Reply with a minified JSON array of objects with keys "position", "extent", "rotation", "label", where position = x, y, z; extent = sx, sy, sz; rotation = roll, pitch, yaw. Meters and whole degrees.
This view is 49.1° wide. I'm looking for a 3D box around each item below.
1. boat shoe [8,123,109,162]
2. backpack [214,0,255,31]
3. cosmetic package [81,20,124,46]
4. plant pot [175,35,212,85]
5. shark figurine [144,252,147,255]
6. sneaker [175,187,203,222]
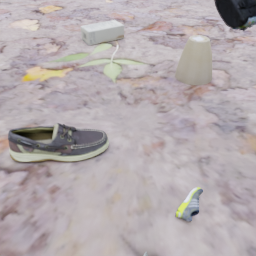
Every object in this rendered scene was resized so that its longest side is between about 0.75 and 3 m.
[{"position":[-1.536,0.278,6.217],"extent":[2.206,0.715,0.808],"rotation":[-7,38,-9],"label":"boat shoe"},{"position":[2.324,-2.415,5.491],"extent":[1.200,0.922,0.979],"rotation":[-22,81,-15],"label":"backpack"},{"position":[-1.095,-4.112,12.067],"extent":[1.684,0.599,0.886],"rotation":[-18,41,-23],"label":"cosmetic package"},{"position":[2.192,-2.247,9.049],"extent":[1.224,1.307,1.224],"rotation":[-1,38,0],"label":"plant pot"},{"position":[0.975,2.460,3.573],"extent":[2.019,1.206,0.843],"rotation":[5,8,35],"label":"shark figurine"},{"position":[1.186,1.415,5.140],"extent":[0.314,0.286,0.775],"rotation":[31,54,25],"label":"sneaker"}]
